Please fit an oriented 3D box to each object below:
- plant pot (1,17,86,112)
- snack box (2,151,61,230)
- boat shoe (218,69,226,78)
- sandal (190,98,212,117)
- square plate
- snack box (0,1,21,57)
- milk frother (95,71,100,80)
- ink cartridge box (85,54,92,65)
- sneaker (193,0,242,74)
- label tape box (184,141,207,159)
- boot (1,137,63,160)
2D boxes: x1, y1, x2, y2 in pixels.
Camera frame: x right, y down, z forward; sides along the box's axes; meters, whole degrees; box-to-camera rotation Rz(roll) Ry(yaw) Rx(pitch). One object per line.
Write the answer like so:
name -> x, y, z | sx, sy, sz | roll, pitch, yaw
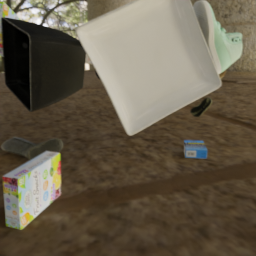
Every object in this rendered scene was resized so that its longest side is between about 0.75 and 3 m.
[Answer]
plant pot -> -2.805, -2.248, 9.637 | 2.160, 2.435, 2.429 | -13, 37, -37
snack box -> -1.791, 1.133, 5.410 | 0.365, 0.980, 1.379 | 6, 15, 16
boat shoe -> 2.443, -2.520, 9.053 | 0.860, 2.383, 0.774 | -6, -20, -24
sandal -> 2.158, -0.589, 8.180 | 0.229, 0.319, 0.804 | -28, -11, -47
square plate -> 0.616, -1.738, 7.162 | 2.924, 2.952, 0.420 | -28, 16, -7
snack box -> -4.595, -3.570, 10.853 | 0.621, 1.667, 2.344 | -2, 0, 0
milk frother -> 0.078, -3.368, 13.556 | 2.763, 2.599, 2.494 | -7, 48, -26
ink cartridge box -> -2.072, -3.350, 12.567 | 1.455, 0.847, 0.491 | 5, 9, -26
sneaker -> 2.456, -2.590, 7.637 | 1.205, 2.044, 0.752 | -33, 29, -16
label tape box -> 2.035, 0.652, 8.572 | 0.630, 0.277, 0.874 | 2, 15, 7
boot -> -2.960, 0.563, 8.665 | 1.473, 0.534, 1.339 | 4, 12, 41
